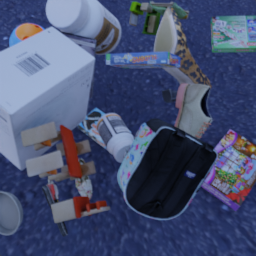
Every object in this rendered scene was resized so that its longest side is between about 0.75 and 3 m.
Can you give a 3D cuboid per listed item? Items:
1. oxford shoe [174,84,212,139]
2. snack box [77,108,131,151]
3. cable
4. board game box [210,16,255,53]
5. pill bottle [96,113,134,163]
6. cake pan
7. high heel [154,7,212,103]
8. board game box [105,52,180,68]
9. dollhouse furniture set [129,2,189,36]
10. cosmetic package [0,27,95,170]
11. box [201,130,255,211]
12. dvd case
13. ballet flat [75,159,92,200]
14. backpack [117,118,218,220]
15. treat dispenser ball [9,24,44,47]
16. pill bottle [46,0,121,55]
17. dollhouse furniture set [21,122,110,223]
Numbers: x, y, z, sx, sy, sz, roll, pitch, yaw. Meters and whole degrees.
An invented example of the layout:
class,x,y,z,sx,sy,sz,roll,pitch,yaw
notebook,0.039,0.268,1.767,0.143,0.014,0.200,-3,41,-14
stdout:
class,x,y,z,sx,sy,sz,roll,pitch,yaw
oxford shoe,1.823,-0.026,7.813,0.911,0.873,2.468,3,93,33
snack box,-0.914,0.079,10.575,1.821,0.338,1.058,34,60,23
cable,-1.586,1.733,6.244,0.326,0.629,1.295,-25,62,-17
board game box,3.186,-2.667,7.950,1.589,0.231,1.070,1,74,5
pill bottle,-0.297,0.256,7.367,0.756,0.756,1.299,-20,46,-14
cake pan,-2.922,2.010,6.675,1.061,1.061,0.195,27,15,19
high heel,1.914,-2.312,9.110,2.088,2.928,1.046,-11,12,-35
board game box,0.423,-1.846,7.726,1.763,0.304,1.193,5,8,26
dollhouse furniture set,1.045,-3.774,9.794,1.822,0.914,1.193,21,16,37
cosmetic package,-2.377,-0.705,7.307,1.586,2.580,2.572,38,55,11
box,3.559,1.348,9.535,1.675,0.478,2.447,34,60,23
dvd case,-1.992,-2.158,9.713,1.692,2.276,0.182,15,41,4
ballet flat,-1.272,1.418,7.874,0.464,0.393,1.228,-10,73,-46
backpack,0.706,0.911,6.062,1.724,1.462,1.942,25,94,-20
treat dispenser ball,-2.755,-2.362,7.988,1.165,1.165,1.165,0,53,0
pill bottle,-1.453,-3.614,9.638,1.607,2.810,1.607,0,90,20
dollhouse furniture set,-1.228,0.966,6.377,1.097,2.129,2.106,-18,74,7
